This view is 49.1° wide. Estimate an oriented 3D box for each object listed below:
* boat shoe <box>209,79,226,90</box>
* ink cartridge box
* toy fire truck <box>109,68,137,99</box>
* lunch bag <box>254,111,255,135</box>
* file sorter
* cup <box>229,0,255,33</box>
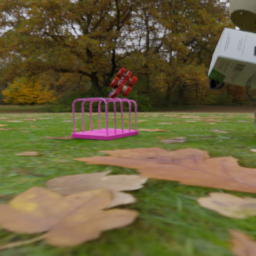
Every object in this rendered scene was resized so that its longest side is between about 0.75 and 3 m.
[{"bbox_3d":[4.097,-2.620,12.097,0.682,2.394,0.800,-32,56,-31],"label":"boat shoe"},{"bbox_3d":[4.631,-2.386,10.361,2.832,1.176,2.076,15,-10,8],"label":"ink cartridge box"},{"bbox_3d":[-0.305,-1.573,10.653,0.715,1.275,1.071,35,-30,-10],"label":"toy fire truck"},{"bbox_3d":[5.922,-0.207,12.162,0.793,1.106,1.348,1,5,43],"label":"lunch bag"},{"bbox_3d":[-0.923,-0.442,11.974,1.788,1.614,2.573,2,5,29],"label":"file sorter"},{"bbox_3d":[3.044,-2.971,6.585,1.599,1.143,1.599,31,-5,3],"label":"cup"}]
